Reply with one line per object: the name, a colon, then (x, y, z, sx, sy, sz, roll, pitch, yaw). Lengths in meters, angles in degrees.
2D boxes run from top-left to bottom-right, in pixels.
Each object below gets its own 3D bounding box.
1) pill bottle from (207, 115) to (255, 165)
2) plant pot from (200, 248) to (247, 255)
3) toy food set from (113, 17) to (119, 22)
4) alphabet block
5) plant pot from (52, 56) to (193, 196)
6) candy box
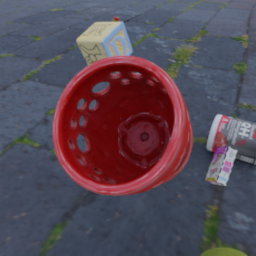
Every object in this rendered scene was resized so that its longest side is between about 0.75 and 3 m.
pill bottle: (3.813, 0.440, 8.989, 2.280, 1.262, 1.262, 16, 39, 22)
plant pot: (1.652, 3.286, 4.496, 2.267, 2.267, 2.423, 8, 25, 11)
toy food set: (-0.654, -3.192, 9.326, 0.861, 0.812, 1.804, 28, 29, 16)
alphabet block: (-0.618, -2.209, 7.570, 0.982, 0.959, 0.964, 15, 53, 35)
plant pot: (0.059, 0.089, 5.561, 2.391, 2.391, 2.177, 15, -5, 20)
candy box: (2.191, 0.898, 6.630, 0.268, 0.600, 0.879, 23, 79, -7)
